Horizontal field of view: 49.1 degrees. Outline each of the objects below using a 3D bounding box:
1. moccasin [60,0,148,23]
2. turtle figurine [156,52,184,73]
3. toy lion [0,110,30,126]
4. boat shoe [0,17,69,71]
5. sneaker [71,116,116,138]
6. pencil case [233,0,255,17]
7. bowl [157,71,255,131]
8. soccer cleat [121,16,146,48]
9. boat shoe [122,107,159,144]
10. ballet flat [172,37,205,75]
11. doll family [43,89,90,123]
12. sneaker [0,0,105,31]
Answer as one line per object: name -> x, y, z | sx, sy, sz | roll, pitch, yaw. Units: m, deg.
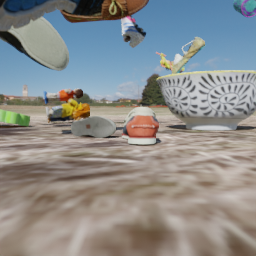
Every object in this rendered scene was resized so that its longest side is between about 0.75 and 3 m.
moccasin -> -0.677, -3.573, 7.982 | 2.541, 0.929, 0.981 | -3, 17, 3
turtle figurine -> 1.965, -2.897, 12.986 | 1.310, 0.523, 1.624 | 7, 35, -33
toy lion -> -4.407, -0.463, 8.540 | 2.373, 0.850, 2.476 | 9, -2, 30
boat shoe -> -2.581, -2.362, 6.800 | 2.661, 0.956, 0.900 | 35, -12, -36
sneaker -> -0.525, -0.041, 5.223 | 1.031, 0.385, 0.547 | 1, 5, 38
pencil case -> 3.595, -3.714, 8.497 | 0.590, 0.543, 1.276 | 18, 31, 1
bowl -> 2.198, -0.638, 7.381 | 2.882, 1.352, 2.882 | 0, 4, 0
soccer cleat -> -0.018, -3.410, 9.616 | 0.592, 0.732, 1.695 | 22, 31, -45
boat shoe -> 0.180, -0.052, 4.494 | 0.576, 0.507, 1.620 | -2, 2, -1
ballet flat -> 2.069, -2.638, 10.256 | 0.593, 1.676, 0.593 | 43, 8, -8
doll family -> -2.544, -0.666, 12.050 | 1.830, 1.328, 2.948 | -8, -13, -15
sneaker -> -1.380, -2.593, 4.650 | 2.979, 1.291, 1.117 | -34, -16, -46
